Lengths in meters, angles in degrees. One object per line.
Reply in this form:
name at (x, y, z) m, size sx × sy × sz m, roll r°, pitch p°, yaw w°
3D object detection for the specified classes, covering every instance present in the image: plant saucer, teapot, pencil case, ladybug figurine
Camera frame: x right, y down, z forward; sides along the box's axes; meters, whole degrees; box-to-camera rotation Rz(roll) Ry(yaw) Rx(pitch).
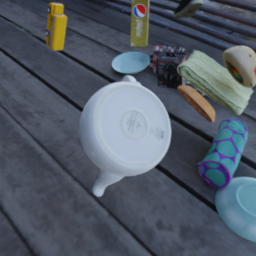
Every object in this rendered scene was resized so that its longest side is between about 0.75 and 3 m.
plant saucer at (0.138, -3.106, 13.765) m, size 1.849 × 0.356 × 1.849 m, roll -4°, pitch 46°, yaw 5°
plant saucer at (3.606, 2.136, 7.911) m, size 2.173 × 0.418 × 2.173 m, roll 0°, pitch 41°, yaw 0°
teapot at (-0.229, 0.075, 6.893) m, size 2.355 × 1.720 × 2.325 m, roll -31°, pitch 92°, yaw -30°
pencil case at (3.069, 0.743, 8.986) m, size 1.045 × 1.135 × 2.456 m, roll 44°, pitch 49°, yaw -1°
plant saucer at (1.995, -0.736, 8.058) m, size 0.264 × 1.413 × 1.413 m, roll -44°, pitch 49°, yaw 5°
ladybug figurine at (3.092, -1.657, 7.518) m, size 0.600 × 1.668 × 1.132 m, roll -41°, pitch 66°, yaw 11°

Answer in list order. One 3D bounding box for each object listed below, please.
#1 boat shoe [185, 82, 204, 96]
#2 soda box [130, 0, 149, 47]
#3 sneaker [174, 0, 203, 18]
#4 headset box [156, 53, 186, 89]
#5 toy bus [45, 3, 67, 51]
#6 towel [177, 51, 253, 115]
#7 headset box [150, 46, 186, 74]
boat shoe at (3.203, -1.604, 12.165) m, size 1.552 × 0.557 × 0.525 m, roll 11°, pitch 79°, yaw 2°
soda box at (0.457, -4.185, 10.894) m, size 0.663 × 1.957 × 0.627 m, roll 3°, pitch 23°, yaw 4°
sneaker at (2.229, -4.769, 10.451) m, size 0.665 × 0.944 × 1.777 m, roll -5°, pitch 3°, yaw -17°
headset box at (1.607, -2.152, 10.376) m, size 0.984 × 1.322 × 0.511 m, roll 13°, pitch 43°, yaw 24°
toy bus at (-2.139, -2.999, 8.327) m, size 0.411 × 1.264 × 0.495 m, roll -18°, pitch 47°, yaw -42°
towel at (2.670, -1.440, 8.467) m, size 2.283 × 0.417 × 1.694 m, roll 37°, pitch 44°, yaw 6°
headset box at (1.839, -3.193, 13.317) m, size 1.629 × 1.212 × 0.629 m, roll 6°, pitch 42°, yaw 8°
